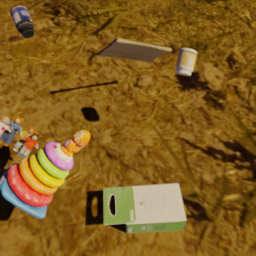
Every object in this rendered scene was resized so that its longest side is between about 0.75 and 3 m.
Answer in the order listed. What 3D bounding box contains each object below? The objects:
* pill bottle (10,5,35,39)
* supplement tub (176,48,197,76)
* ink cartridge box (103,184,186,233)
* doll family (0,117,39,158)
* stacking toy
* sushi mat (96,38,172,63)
[{"bbox_3d":[-4.408,-4.440,11.761,0.720,0.720,1.287,-22,78,-19],"label":"pill bottle"},{"bbox_3d":[1.826,-2.075,8.872,0.559,0.768,0.559,12,5,-1],"label":"supplement tub"},{"bbox_3d":[0.497,2.692,9.344,2.611,0.774,1.355,-3,48,-2],"label":"ink cartridge box"},{"bbox_3d":[-3.742,0.196,9.398,1.660,0.748,1.030,34,84,-18],"label":"doll family"},{"bbox_3d":[-2.005,0.965,7.478,2.616,1.436,1.518,-42,25,10],"label":"stacking toy"},{"bbox_3d":[0.295,-3.066,11.339,2.961,1.417,0.179,-4,79,-40],"label":"sushi mat"}]
